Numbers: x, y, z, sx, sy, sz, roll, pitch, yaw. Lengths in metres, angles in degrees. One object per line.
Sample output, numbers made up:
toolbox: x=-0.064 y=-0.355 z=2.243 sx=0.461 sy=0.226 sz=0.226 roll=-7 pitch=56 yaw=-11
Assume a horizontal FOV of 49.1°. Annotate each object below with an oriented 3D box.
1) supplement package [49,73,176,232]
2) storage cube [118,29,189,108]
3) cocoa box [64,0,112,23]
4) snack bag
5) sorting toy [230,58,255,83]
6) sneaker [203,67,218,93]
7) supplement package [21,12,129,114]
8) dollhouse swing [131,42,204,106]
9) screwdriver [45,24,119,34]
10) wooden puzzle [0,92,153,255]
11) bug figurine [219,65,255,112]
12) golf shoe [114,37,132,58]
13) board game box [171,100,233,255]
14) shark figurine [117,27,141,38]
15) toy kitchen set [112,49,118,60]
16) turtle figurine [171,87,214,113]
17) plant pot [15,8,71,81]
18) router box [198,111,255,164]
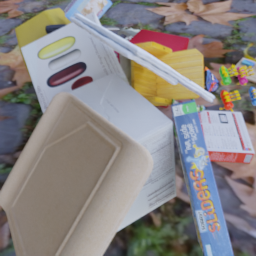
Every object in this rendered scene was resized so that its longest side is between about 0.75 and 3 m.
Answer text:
supplement package: x=-0.290 y=0.501 z=6.129 sx=1.705 sy=2.318 sz=2.217 roll=-27 pitch=44 yaw=-16
storage cube: x=0.851 y=-2.075 z=9.544 sx=2.065 sy=1.765 sz=1.856 roll=17 pitch=45 yaw=18
cocoa box: x=-1.320 y=-3.896 z=9.068 sx=1.336 sy=0.891 sz=0.876 roll=-44 pitch=32 yaw=14
snack bag: x=0.315 y=-1.463 z=6.018 sx=2.665 sy=0.285 sz=2.513 roll=17 pitch=18 yaw=-45
sorting toy: x=5.090 y=-2.103 z=10.656 sx=2.037 sy=0.300 sz=1.506 roll=28 pitch=49 yaw=28
sneaker: x=2.386 y=-1.345 z=8.330 sx=0.666 sy=0.640 sz=1.699 roll=37 pitch=32 yaw=-1
supplement package: x=-1.343 y=-1.497 z=7.814 sx=2.233 sy=1.642 sz=2.135 roll=-26 pitch=71 yaw=3
dollhouse swing: x=1.065 y=-1.456 z=7.460 sx=1.390 sy=1.581 sz=1.437 roll=-2 pitch=-3 yaw=42
screwdriver: x=-1.310 y=-2.902 z=8.153 sx=2.144 sy=0.312 sz=0.299 roll=-7 pitch=52 yaw=-7
wooden puzzle: x=-0.972 y=0.870 z=4.158 sx=2.623 sy=0.488 sz=2.427 roll=34 pitch=96 yaw=49
bug figurine: x=2.649 y=-0.957 z=6.741 sx=1.485 sy=0.382 sz=1.151 roll=-8 pitch=81 yaw=-30
golf shoe: x=-0.005 y=-3.247 z=11.317 sx=2.426 sy=1.117 sz=0.881 roll=21 pitch=47 yaw=23
board game box: x=1.333 y=0.969 z=5.404 sx=0.448 sy=1.762 sz=2.603 roll=-12 pitch=75 yaw=7
shark figurine: x=0.574 y=-3.498 z=11.733 sx=2.885 sy=1.204 sz=1.724 roll=19 pitch=12 yaw=9
toy kitchen set: x=-0.358 y=-2.656 z=10.653 sx=1.247 sy=0.999 sz=0.734 roll=10 pitch=49 yaw=23
turtle figurine: x=1.682 y=-0.721 z=7.551 sx=0.909 sy=0.937 sz=0.675 roll=-2 pitch=68 yaw=-8
plant pot: x=-2.699 y=-3.052 z=9.848 sx=1.964 sy=1.732 sz=1.964 roll=-21 pitch=21 yaw=19
router box: x=2.597 y=0.195 z=8.060 sx=1.551 sy=0.422 sz=1.728 roll=4 pitch=43 yaw=4
